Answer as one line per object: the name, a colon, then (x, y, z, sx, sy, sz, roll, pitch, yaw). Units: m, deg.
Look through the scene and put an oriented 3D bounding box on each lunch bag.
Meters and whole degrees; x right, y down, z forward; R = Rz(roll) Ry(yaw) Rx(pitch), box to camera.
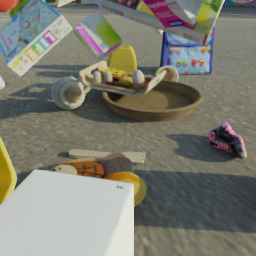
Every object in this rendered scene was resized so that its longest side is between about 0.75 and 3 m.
lunch bag: (2.474, -3.675, 11.684, 2.015, 2.677, 1.259, -2, 26, -4)

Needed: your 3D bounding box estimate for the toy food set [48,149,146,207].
toy food set: (-0.631, 0.876, 4.623, 1.881, 0.547, 2.724, 3, 26, 7)

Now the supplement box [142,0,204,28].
supplement box: (0.724, -2.683, 5.282, 0.757, 0.773, 1.495, 12, -14, 46)

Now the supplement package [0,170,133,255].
supplement package: (-0.583, 1.334, 2.632, 1.079, 1.432, 1.087, 6, 26, 13)

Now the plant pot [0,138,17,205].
plant pot: (-3.378, 0.562, 3.021, 2.841, 2.759, 2.778, -12, 26, -1)

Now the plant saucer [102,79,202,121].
plant saucer: (0.711, -0.889, 8.472, 2.972, 0.438, 2.972, 0, 25, 0)

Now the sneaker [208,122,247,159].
sneaker: (2.101, 0.331, 6.037, 0.580, 0.481, 1.217, -21, 24, 5)

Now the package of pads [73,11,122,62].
package of pads: (-0.756, -2.337, 7.108, 0.835, 1.081, 0.369, -37, -7, -10)

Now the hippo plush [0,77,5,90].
hippo plush: (-5.211, -1.628, 9.498, 1.435, 1.422, 1.785, -37, 30, -12)

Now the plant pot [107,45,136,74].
plant pot: (-0.239, -2.638, 11.200, 1.205, 1.241, 1.213, 1, 26, 1)

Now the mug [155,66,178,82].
mug: (1.262, -1.917, 10.301, 0.978, 0.783, 0.803, 4, 17, -7)

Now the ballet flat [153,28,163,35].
ballet flat: (0.995, -3.430, 8.985, 0.411, 0.411, 1.183, 4, 56, 8)

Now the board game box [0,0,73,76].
board game box: (-1.974, -1.921, 5.597, 1.286, 0.327, 1.913, -42, 44, 1)

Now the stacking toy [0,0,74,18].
stacking toy: (-2.539, -3.802, 7.942, 2.758, 2.496, 1.165, -33, 65, -1)

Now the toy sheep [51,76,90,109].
toy sheep: (-1.750, -1.032, 8.185, 1.032, 1.032, 1.496, -15, 13, -28)

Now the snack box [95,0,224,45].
snack box: (0.911, -3.578, 6.832, 2.991, 2.127, 0.792, 23, 0, 10)

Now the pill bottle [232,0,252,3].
pill bottle: (1.789, -2.837, 4.797, 0.869, 0.869, 1.526, 24, 15, 41)

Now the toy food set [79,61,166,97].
toy food set: (-0.140, -1.706, 8.888, 2.318, 0.700, 1.663, 15, 31, 19)
